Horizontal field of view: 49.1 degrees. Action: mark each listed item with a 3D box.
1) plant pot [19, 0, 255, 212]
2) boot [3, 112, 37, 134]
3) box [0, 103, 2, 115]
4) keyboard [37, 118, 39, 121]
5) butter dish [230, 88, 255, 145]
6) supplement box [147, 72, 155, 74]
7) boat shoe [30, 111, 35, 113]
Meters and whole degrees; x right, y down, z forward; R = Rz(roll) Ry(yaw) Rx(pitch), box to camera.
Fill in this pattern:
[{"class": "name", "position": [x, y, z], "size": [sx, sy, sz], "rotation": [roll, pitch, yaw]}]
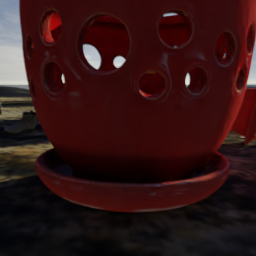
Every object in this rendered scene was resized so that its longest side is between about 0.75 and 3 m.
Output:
[{"class": "plant pot", "position": [0.126, -0.504, 3.698], "size": [2.828, 2.575, 2.828], "rotation": [-1, 9, 0]}, {"class": "boot", "position": [-3.066, -0.184, 8.053], "size": [0.973, 0.636, 0.329], "rotation": [-8, 40, -46]}, {"class": "box", "position": [-6.932, -0.844, 12.940], "size": [1.149, 0.642, 1.628], "rotation": [1, 8, 25]}, {"class": "keyboard", "position": [-3.223, -0.368, 11.441], "size": [0.895, 0.115, 0.537], "rotation": [-5, 16, -34]}, {"class": "butter dish", "position": [2.728, -0.425, 6.728], "size": [1.046, 1.415, 1.411], "rotation": [18, 15, 33]}, {"class": "supplement box", "position": [0.434, -1.092, 9.953], "size": [2.218, 1.493, 2.249], "rotation": [-3, -5, -24]}, {"class": "boat shoe", "position": [-4.006, -0.546, 11.555], "size": [1.023, 0.339, 0.382], "rotation": [-2, 4, 38]}]
